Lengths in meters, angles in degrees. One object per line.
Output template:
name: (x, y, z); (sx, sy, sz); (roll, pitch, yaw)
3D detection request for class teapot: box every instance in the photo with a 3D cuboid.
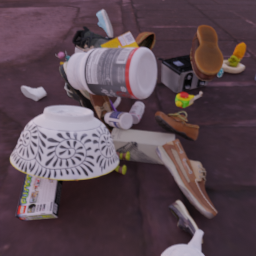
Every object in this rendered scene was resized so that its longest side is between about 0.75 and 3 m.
teapot: (1.046, 2.655, 5.212); (1.150, 0.851, 1.165); (-8, 38, -11)

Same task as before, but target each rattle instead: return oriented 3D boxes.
rattle: (4.614, -3.088, 12.857); (1.743, 1.245, 1.135); (-9, 54, -21)

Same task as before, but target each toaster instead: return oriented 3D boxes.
toaster: (2.354, -2.358, 11.916); (1.623, 1.065, 1.795); (-16, 39, -21)

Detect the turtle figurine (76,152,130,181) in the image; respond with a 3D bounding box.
turtle figurine: (-0.692, 0.941, 7.851); (1.339, 0.535, 1.661); (12, 49, 10)

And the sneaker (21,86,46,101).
sneaker: (-3.786, -1.460, 11.312); (1.033, 0.381, 0.597); (30, 43, 21)

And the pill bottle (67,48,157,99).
pill bottle: (-0.469, -1.496, 7.577); (2.236, 1.296, 1.296); (9, 35, 31)

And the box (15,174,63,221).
box: (-2.049, 1.319, 6.729); (0.916, 0.289, 1.665); (-8, 54, 11)

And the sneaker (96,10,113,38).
sneaker: (-0.889, -3.827, 10.459); (0.422, 1.029, 0.381); (-16, 7, 22)

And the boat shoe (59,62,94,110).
boat shoe: (-1.690, -1.239, 9.279); (0.850, 2.514, 0.903); (-17, 67, 7)

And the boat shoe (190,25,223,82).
boat shoe: (2.697, -2.479, 9.872); (0.990, 0.989, 2.813); (16, 48, -1)

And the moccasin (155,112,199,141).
moccasin: (1.450, -0.140, 8.065); (1.685, 0.650, 0.616); (22, -3, -29)

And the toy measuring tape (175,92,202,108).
toy measuring tape: (1.417, -0.730, 6.759); (0.371, 0.371, 1.009); (26, 38, 31)

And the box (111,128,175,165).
box: (0.405, 0.547, 8.206); (1.849, 0.760, 0.632); (5, 36, 9)

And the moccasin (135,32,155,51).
moccasin: (0.306, -2.363, 9.689); (2.121, 0.776, 0.819); (-55, 25, -9)

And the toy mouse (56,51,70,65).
toy mouse: (-2.518, -2.791, 11.248); (0.185, 0.958, 0.852); (-12, 56, 29)

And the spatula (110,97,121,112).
spatula: (-0.396, -1.020, 10.185); (0.301, 0.828, 2.930); (-20, 29, 12)

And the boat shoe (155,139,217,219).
boat shoe: (1.516, 1.142, 6.888); (0.794, 0.838, 2.213); (-34, 59, 2)

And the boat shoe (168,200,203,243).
boat shoe: (1.279, 2.152, 6.330); (0.361, 0.400, 1.113); (-23, 45, -8)

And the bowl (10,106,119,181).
bowl: (-1.401, 0.156, 6.557); (2.510, 1.178, 2.510); (7, 14, -2)

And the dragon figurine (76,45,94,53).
dragon figurine: (-1.162, -2.272, 8.384); (0.787, 0.391, 0.232); (8, 74, 12)

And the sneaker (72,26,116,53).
sneaker: (-1.261, -3.451, 11.280); (1.451, 0.968, 2.533); (35, 26, 6)

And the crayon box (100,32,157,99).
crayon box: (-0.008, -1.981, 8.856); (1.066, 0.523, 1.795); (-28, 85, -10)

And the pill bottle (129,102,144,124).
pill bottle: (0.292, -0.550, 9.915); (0.448, 0.448, 0.791); (12, 45, 16)

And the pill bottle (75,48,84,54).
pill bottle: (-1.439, -3.740, 13.737); (2.121, 1.158, 1.158); (-28, 44, -33)

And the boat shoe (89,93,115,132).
boat shoe: (-0.750, -0.563, 8.921); (0.598, 1.579, 0.567); (-28, 22, 1)

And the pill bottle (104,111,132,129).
pill bottle: (-0.314, -0.246, 8.383); (0.481, 0.481, 0.867); (-30, 26, -34)
